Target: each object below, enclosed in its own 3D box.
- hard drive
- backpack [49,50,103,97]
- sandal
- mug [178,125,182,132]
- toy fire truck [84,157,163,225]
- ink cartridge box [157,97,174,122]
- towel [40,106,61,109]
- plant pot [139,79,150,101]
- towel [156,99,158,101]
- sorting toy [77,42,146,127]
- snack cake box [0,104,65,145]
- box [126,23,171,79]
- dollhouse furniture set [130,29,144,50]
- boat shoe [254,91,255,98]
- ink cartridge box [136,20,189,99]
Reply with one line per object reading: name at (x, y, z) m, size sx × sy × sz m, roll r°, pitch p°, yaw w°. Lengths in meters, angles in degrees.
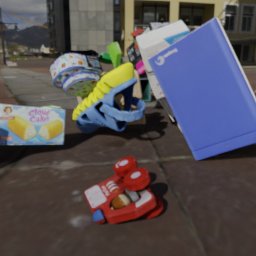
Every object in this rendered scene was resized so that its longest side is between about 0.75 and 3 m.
hard drive at (1.682, -0.717, 6.048) m, size 1.710 × 2.591 × 0.329 m, roll -25°, pitch 3°, yaw 36°
backpack at (-1.372, -1.376, 7.242) m, size 1.192 × 0.964 × 1.251 m, roll 7°, pitch -35°, yaw -41°
sandal at (-0.535, -0.402, 7.448) m, size 1.178 × 1.290 × 2.964 m, roll -32°, pitch -3°, yaw -34°
mug at (2.025, -0.586, 7.094) m, size 1.374 × 1.632 × 1.861 m, roll 15°, pitch 43°, yaw -41°
toy fire truck at (-0.120, 1.075, 4.384) m, size 1.032 × 0.689 × 1.229 m, roll -29°, pitch 22°, yaw -11°
ink cartridge box at (1.437, -1.096, 9.715) m, size 0.638 × 1.083 × 1.881 m, roll -33°, pitch 21°, yaw 14°
towel at (-3.528, -0.799, 12.068) m, size 0.801 × 0.123 × 1.050 m, roll 13°, pitch 21°, yaw 40°
plant pot at (0.430, -1.948, 14.534) m, size 1.098 × 1.098 × 1.554 m, roll -3°, pitch 8°, yaw -10°
towel at (1.911, -1.349, 12.423) m, size 0.931 × 0.143 × 1.220 m, roll 4°, pitch -10°, yaw -20°
sorting toy at (-0.666, -1.135, 8.341) m, size 2.102 × 2.844 × 0.419 m, roll -2°, pitch 39°, yaw 13°
snack cake box at (-2.342, -0.064, 6.705) m, size 1.558 × 0.896 × 0.523 m, roll 2°, pitch 4°, yaw -38°
box at (0.897, -2.606, 9.622) m, size 1.081 × 1.245 × 1.884 m, roll -11°, pitch -7°, yaw -28°
dollhouse furniture set at (0.515, -2.613, 8.514) m, size 0.382 × 0.505 × 0.938 m, roll -35°, pitch 45°, yaw -16°
boat shoe at (4.743, -0.803, 10.052) m, size 0.936 × 0.938 × 2.591 m, roll 18°, pitch 24°, yaw 7°
ink cartridge box at (1.074, -1.780, 7.537) m, size 1.255 × 1.714 × 0.736 m, roll -20°, pitch 42°, yaw 4°
